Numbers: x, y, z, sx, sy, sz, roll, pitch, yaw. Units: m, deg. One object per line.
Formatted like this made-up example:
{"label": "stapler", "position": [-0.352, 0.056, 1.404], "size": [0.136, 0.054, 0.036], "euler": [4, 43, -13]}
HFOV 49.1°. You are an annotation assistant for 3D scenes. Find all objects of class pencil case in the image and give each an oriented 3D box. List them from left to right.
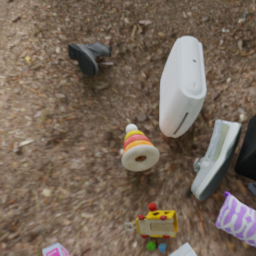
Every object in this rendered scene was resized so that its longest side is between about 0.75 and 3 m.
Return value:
{"label": "pencil case", "position": [3.445, 2.568, 7.060], "size": [2.367, 0.993, 1.012], "euler": [24, 65, 14]}

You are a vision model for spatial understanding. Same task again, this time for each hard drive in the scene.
{"label": "hard drive", "position": [1.489, 4.023, 6.588], "size": [1.360, 0.275, 2.062], "euler": [-29, 63, -15]}

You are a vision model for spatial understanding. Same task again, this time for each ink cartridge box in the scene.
{"label": "ink cartridge box", "position": [-1.187, 3.753, 6.138], "size": [0.468, 1.331, 2.230], "euler": [-22, 61, -14]}

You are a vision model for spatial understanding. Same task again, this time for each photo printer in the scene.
{"label": "photo printer", "position": [1.595, -1.131, 8.595], "size": [0.903, 2.164, 2.601], "euler": [10, 56, -6]}

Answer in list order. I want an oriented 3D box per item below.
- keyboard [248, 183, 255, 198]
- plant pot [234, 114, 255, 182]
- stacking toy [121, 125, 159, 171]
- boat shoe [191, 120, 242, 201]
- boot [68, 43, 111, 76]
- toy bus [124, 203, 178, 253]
{"label": "keyboard", "position": [4.103, 2.196, 6.651], "size": [1.450, 0.310, 2.414], "euler": [7, 34, -32]}
{"label": "plant pot", "position": [4.606, 0.417, 7.836], "size": [2.194, 1.946, 2.189], "euler": [23, 62, 13]}
{"label": "stacking toy", "position": [0.250, 0.438, 8.447], "size": [1.106, 1.106, 1.513], "euler": [-9, 46, -5]}
{"label": "boat shoe", "position": [2.454, 0.857, 8.123], "size": [0.863, 0.991, 2.690], "euler": [20, 63, 31]}
{"label": "boot", "position": [-1.174, -2.567, 9.932], "size": [1.362, 0.722, 2.069], "euler": [-15, 45, -28]}
{"label": "toy bus", "position": [0.707, 2.470, 7.294], "size": [1.193, 1.126, 0.617], "euler": [39, 22, 10]}
